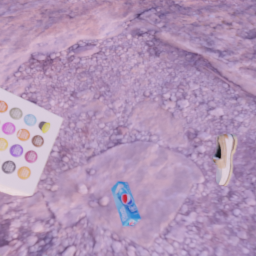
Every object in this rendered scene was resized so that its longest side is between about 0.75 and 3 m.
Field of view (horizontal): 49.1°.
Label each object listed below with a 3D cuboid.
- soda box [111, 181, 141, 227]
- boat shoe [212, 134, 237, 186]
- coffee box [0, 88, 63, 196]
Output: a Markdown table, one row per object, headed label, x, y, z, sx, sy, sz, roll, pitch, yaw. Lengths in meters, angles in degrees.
| label | x | y | z | sx | sy | sz | roll | pitch | yaw |
| --- | --- | --- | --- | --- | --- | --- | --- | --- | --- |
| soda box | -0.094 | 2.424 | 9.023 | 0.449 | 0.474 | 1.399 | 14 | 37 | -37 |
| boat shoe | 3.014 | 1.021 | 9.054 | 0.590 | 1.726 | 0.645 | 5 | 7 | -10 |
| coffee box | -4.099 | 0.556 | 9.099 | 2.605 | 2.634 | 2.630 | 28 | 64 | -24 |
